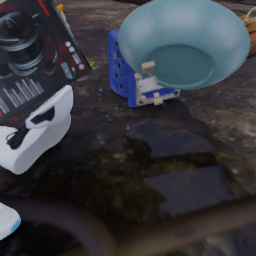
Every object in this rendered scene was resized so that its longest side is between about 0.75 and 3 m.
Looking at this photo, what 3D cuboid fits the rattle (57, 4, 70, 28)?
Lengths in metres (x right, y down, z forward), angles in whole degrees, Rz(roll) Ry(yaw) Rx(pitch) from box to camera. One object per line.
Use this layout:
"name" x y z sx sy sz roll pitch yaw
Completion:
"rattle" -2.333 -4.063 10.437 0.770 1.078 0.702 -24 42 26

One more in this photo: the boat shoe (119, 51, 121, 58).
"boat shoe" -0.241 -3.134 11.168 0.478 0.530 1.474 -3 41 9

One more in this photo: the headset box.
"headset box" -2.329 -1.398 5.812 2.566 1.910 0.991 -29 16 1

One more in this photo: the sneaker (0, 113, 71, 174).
"sneaker" -2.855 0.124 7.948 1.448 0.923 2.505 18 39 20

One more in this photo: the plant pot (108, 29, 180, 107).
"plant pot" 0.707 -2.204 10.185 2.376 2.377 2.137 -14 41 -16

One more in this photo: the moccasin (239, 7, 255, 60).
"moccasin" 3.127 -2.597 7.671 1.057 1.116 2.891 -18 23 14

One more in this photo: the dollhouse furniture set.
"dollhouse furniture set" 0.386 -0.816 5.386 0.403 0.777 0.344 -15 -5 2

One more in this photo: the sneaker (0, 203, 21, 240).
"sneaker" -3.155 1.650 5.739 2.041 0.824 0.781 13 34 17

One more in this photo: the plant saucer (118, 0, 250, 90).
"plant saucer" 1.105 -1.482 6.031 2.803 2.803 0.540 7 67 10

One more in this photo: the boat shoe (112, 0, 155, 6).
"boat shoe" 0.501 -3.397 6.803 2.263 0.797 0.796 11 16 10

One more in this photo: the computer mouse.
"computer mouse" -1.421 -0.169 4.785 1.718 0.377 0.942 -24 24 44

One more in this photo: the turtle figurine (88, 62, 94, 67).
"turtle figurine" -2.063 -3.068 13.302 0.760 0.303 0.942 18 26 11

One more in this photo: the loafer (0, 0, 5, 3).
"loafer" -2.849 -2.323 6.635 0.649 1.901 0.719 3 19 14

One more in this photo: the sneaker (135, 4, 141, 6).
"sneaker" 0.758 -4.821 11.469 1.294 0.687 0.484 1 41 -25
